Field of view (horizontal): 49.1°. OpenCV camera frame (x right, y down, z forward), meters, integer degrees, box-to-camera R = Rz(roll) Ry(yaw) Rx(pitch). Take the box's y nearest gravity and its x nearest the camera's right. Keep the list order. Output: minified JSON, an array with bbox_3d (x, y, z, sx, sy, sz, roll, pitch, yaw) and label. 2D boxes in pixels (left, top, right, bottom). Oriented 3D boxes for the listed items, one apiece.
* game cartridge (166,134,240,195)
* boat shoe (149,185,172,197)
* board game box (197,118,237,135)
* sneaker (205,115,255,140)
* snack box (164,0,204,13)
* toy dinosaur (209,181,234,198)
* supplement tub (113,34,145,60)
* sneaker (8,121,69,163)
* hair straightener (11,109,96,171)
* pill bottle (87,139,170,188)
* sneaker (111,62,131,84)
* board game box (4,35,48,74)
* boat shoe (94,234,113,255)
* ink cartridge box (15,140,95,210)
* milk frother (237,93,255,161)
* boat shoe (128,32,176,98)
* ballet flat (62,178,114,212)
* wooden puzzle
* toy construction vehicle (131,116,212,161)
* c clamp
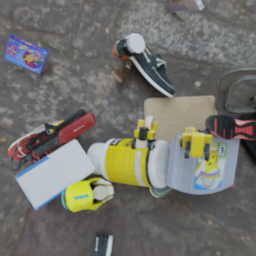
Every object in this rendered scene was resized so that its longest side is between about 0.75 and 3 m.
[{"bbox_3d":[2.122,0.999,7.691,2.412,0.488,1.608,2,100,-32],"label":"game cartridge"},{"bbox_3d":[1.448,1.128,8.233,0.799,0.678,2.195,44,80,2],"label":"boat shoe"},{"bbox_3d":[2.604,-0.017,8.225,1.066,0.722,0.184,-21,88,7],"label":"board game box"},{"bbox_3d":[2.618,0.037,7.368,1.677,0.727,0.618,10,87,-23],"label":"sneaker"},{"bbox_3d":[1.866,-4.308,9.651,0.203,1.671,0.601,-48,123,-5],"label":"snack box"},{"bbox_3d":[2.960,1.814,8.760,0.731,0.423,0.806,16,113,-19],"label":"toy dinosaur"},{"bbox_3d":[-0.005,-2.379,8.304,0.594,0.969,0.594,1,89,-36],"label":"supplement tub"},{"bbox_3d":[-2.582,0.397,8.340,0.878,2.137,0.832,1,111,40],"label":"sneaker"},{"bbox_3d":[-2.027,0.264,7.379,2.409,0.493,0.927,-39,39,-17],"label":"hair straightener"},{"bbox_3d":[-0.005,0.965,8.069,2.339,1.302,1.302,0,73,31],"label":"pill bottle"},{"bbox_3d":[-0.183,-1.878,9.137,0.477,1.355,0.512,39,112,-14],"label":"sneaker"},{"bbox_3d":[-3.379,-2.414,9.283,1.230,0.827,0.275,22,35,-17],"label":"board game box"},{"bbox_3d":[-0.840,4.005,8.038,0.544,0.682,1.804,9,64,1],"label":"boat shoe"},{"bbox_3d":[-2.006,1.265,7.664,1.688,2.312,0.974,-34,92,-20],"label":"ink cartridge box"},{"bbox_3d":[4.687,-0.144,7.942,2.561,2.838,2.670,-25,73,-1],"label":"milk frother"},{"bbox_3d":[0.716,-2.113,9.109,0.822,1.030,2.725,-46,70,16],"label":"boat shoe"},{"bbox_3d":[-0.823,1.672,7.143,0.819,2.444,0.817,-16,79,10],"label":"ballet flat"},{"bbox_3d":[1.717,0.069,9.123,2.321,0.537,2.149,-4,76,4],"label":"wooden puzzle"},{"bbox_3d":[0.932,0.131,5.831,1.566,1.799,0.634,4,97,15],"label":"toy construction vehicle"},{"bbox_3d":[3.509,-0.989,7.595,2.249,2.633,0.357,1,64,6],"label":"c clamp"}]
